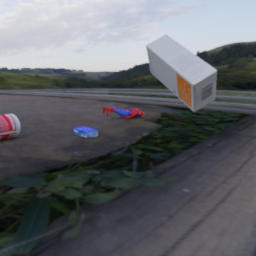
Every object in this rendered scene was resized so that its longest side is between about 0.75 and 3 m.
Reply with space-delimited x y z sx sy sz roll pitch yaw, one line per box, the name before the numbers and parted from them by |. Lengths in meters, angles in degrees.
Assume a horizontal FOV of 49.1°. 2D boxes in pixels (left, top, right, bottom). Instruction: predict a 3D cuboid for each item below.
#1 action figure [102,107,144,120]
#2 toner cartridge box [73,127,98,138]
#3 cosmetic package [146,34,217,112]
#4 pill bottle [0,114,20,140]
action figure | -0.173 -0.854 16.594 2.671 0.690 0.874 -1 16 -30
toner cartridge box | -1.885 0.182 12.287 0.570 0.259 1.199 -10 14 -37
cosmetic package | 1.720 -1.877 9.354 0.921 1.311 2.586 -31 52 -10
pill bottle | -5.331 0.033 11.130 1.001 1.001 1.782 8 13 34
